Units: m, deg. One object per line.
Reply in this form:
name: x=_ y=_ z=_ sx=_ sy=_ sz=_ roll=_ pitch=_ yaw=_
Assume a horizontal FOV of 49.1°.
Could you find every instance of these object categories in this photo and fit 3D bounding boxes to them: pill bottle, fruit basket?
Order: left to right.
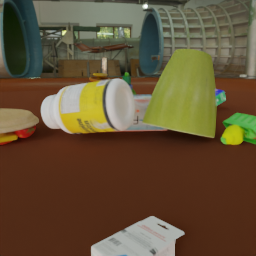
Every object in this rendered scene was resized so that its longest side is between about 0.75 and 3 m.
pill bottle: x=-0.999 y=-0.465 z=6.729 sx=2.118 sy=1.186 sz=1.186 roll=-4 pitch=9 yaw=28
fruit basket: x=2.708 y=0.145 z=6.757 sx=1.046 sy=0.755 sz=1.046 roll=-32 pitch=29 yaw=21

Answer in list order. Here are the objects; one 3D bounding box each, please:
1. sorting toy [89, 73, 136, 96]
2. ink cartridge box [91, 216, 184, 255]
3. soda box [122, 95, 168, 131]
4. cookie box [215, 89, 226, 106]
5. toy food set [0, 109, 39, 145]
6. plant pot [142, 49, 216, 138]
sorting toy: x=-0.608 y=-1.853 z=12.065 sx=1.769 sy=1.208 sz=2.944 roll=15 pitch=20 yaw=30
ink cartridge box: x=0.114 y=1.167 z=2.647 sx=0.811 sy=0.275 sz=0.470 roll=-11 pitch=17 yaw=-41
soda box: x=-0.321 y=-0.449 z=8.317 sx=2.928 sy=0.931 sz=1.001 roll=0 pitch=15 yaw=-5
cookie box: x=3.191 y=-1.152 z=11.508 sx=1.216 sy=0.457 sz=1.040 roll=-31 pitch=27 yaw=-18
toy food set: x=-3.643 y=-0.026 z=7.167 sx=2.603 sy=0.633 sz=2.576 roll=12 pitch=18 yaw=44
plant pot: x=1.454 y=-0.898 z=7.084 sx=1.837 sy=1.963 sz=1.837 roll=12 pitch=3 yaw=-1
